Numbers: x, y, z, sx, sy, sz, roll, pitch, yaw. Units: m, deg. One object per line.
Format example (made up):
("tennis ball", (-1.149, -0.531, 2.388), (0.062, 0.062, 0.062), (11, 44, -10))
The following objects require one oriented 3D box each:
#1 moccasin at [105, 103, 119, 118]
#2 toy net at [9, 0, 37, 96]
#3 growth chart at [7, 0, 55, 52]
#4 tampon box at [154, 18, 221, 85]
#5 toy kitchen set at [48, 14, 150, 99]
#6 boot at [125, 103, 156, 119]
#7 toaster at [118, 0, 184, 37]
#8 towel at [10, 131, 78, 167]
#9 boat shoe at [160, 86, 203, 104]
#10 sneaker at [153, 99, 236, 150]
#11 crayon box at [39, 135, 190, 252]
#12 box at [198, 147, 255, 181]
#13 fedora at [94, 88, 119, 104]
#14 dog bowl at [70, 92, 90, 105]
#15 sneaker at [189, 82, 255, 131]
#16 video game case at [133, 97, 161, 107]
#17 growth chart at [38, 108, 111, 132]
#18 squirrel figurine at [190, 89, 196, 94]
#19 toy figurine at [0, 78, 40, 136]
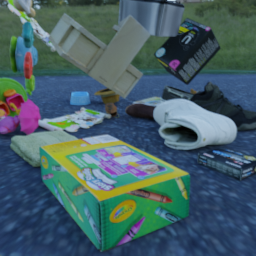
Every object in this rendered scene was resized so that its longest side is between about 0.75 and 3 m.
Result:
("moccasin", (-0.626, -0.631, 10.903), (0.487, 0.514, 1.332), (-11, -4, -5))
("toy net", (-2.066, -1.900, 5.281), (0.516, 2.672, 1.402), (2, 53, -13))
("growth chart", (-3.132, -3.420, 9.105), (0.203, 2.289, 1.657), (-36, 35, 10))
("tampon box", (2.448, -3.177, 11.680), (1.303, 2.063, 1.546), (37, 7, -46))
("toy kitchen set", (-0.711, -2.524, 8.306), (2.324, 1.896, 2.097), (31, 12, -37))
("boot", (0.763, -0.585, 10.615), (1.532, 0.554, 1.274), (-1, 13, -15))
("toaster", (0.814, -4.150, 10.348), (1.917, 1.258, 2.120), (18, 25, 26))
("towel", (-2.036, 0.434, 7.098), (1.525, 0.375, 2.056), (-11, 18, -34))
("boat shoe", (2.658, -0.907, 10.499), (2.967, 0.945, 1.049), (16, 18, 16))
("sneaker", (1.362, -0.184, 8.083), (1.695, 1.081, 2.934), (-7, 17, -36))
("crayon box", (-0.394, 0.846, 4.772), (1.514, 0.743, 2.549), (-9, 17, -31))
("box", (2.249, 0.744, 6.133), (0.892, 0.258, 1.122), (-10, 18, -33))
("fedora", (-0.881, -1.611, 14.049), (1.679, 0.685, 1.679), (-13, 17, 4))
("dog bowl", (-2.496, -1.551, 14.532), (1.015, 0.451, 1.821), (-3, 14, -10))
("sneaker", (3.287, -0.717, 9.335), (2.647, 1.516, 1.012), (5, 17, 10))
("video game case", (1.588, -1.188, 13.585), (1.894, 0.238, 2.081), (11, 19, 35))
("growth chart", (-1.943, -0.287, 10.167), (1.997, 0.245, 2.760), (12, 20, 35))
("squirrel figurine", (3.631, -1.504, 14.270), (0.917, 0.696, 0.983), (4, 26, -29))
("toy figurine", (-3.729, -0.386, 8.688), (2.238, 1.680, 2.060), (-36, 42, -29))
